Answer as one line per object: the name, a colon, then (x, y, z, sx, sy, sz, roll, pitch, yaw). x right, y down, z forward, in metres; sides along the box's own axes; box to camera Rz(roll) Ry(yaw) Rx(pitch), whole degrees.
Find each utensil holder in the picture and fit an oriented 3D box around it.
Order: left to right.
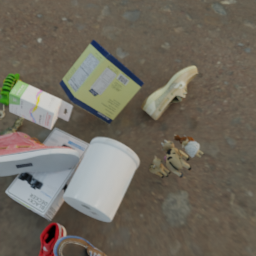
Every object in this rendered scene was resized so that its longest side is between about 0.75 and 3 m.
utensil holder: (-0.798, 1.542, 8.377, 1.678, 1.678, 1.975, 21, 61, 12)

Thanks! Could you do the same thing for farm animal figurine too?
farm animal figurine: (1.375, 0.936, 9.089, 0.944, 1.791, 1.811, 36, 98, -13)

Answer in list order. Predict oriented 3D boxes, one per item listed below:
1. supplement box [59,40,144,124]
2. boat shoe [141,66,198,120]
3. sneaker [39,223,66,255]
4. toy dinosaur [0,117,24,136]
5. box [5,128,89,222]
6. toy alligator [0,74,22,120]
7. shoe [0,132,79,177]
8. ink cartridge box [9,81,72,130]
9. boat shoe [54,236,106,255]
supplement box: (-0.956, -1.603, 10.156, 2.032, 2.034, 1.365, -49, 45, 10)
boat shoe: (1.873, -1.416, 11.370, 2.926, 1.056, 0.951, -38, 76, -18)
sneaker: (-2.453, 3.797, 8.132, 0.829, 1.222, 2.116, 4, 60, 3)
toy dinosaur: (-4.699, 0.509, 10.482, 2.370, 0.562, 1.044, -40, 52, -20)
box: (-2.598, 1.544, 9.680, 1.619, 0.835, 2.776, 26, 63, 15)
toy alligator: (-5.007, -1.480, 11.581, 0.694, 0.635, 2.340, 7, 60, 4)
shoe: (-3.025, 0.730, 9.132, 2.793, 0.998, 1.270, -6, 46, -9)
ink cartridge box: (-2.750, -0.607, 8.820, 1.795, 1.051, 0.604, 24, 54, -7)
boat shoe: (-1.012, 3.589, 7.658, 2.153, 0.779, 0.778, 38, 64, -30)
